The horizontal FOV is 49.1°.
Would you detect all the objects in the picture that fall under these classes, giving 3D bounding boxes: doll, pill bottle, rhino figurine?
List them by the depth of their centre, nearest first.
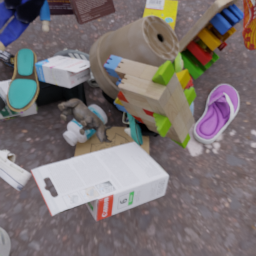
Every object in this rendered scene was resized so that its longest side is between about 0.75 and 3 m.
[{"bbox_3d":[-1.069,-0.170,7.567,1.690,0.505,0.739,39,38,0],"label":"rhino figurine"},{"bbox_3d":[-3.317,-3.736,8.853,1.938,0.688,2.840,42,94,-9],"label":"doll"},{"bbox_3d":[-1.456,-0.061,9.372,0.815,0.815,1.471,36,64,21],"label":"pill bottle"}]

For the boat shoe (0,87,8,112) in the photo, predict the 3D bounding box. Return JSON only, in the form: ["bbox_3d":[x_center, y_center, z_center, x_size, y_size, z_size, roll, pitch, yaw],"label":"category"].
[{"bbox_3d":[-4.097,-1.169,7.905,0.705,2.054,0.581,10,59,22],"label":"boat shoe"}]

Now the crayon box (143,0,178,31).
[{"bbox_3d":[1.437,-5.024,12.996,1.516,0.606,2.388,9,57,6],"label":"crayon box"}]

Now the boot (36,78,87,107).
[{"bbox_3d":[-2.516,-1.160,10.404,1.809,0.817,2.207,-11,62,-2],"label":"boot"}]

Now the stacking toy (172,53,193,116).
[{"bbox_3d":[2.011,-1.484,9.906,0.955,2.047,2.262,-2,60,-2],"label":"stacking toy"}]

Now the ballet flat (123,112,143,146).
[{"bbox_3d":[0.105,-0.098,8.382,0.491,0.470,1.395,-12,78,15],"label":"ballet flat"}]

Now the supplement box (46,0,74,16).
[{"bbox_3d":[-2.588,-5.466,9.812,1.112,2.595,1.432,-8,38,-19],"label":"supplement box"}]

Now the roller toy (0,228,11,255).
[{"bbox_3d":[-3.951,3.198,7.454,1.443,1.008,1.316,9,58,6],"label":"roller toy"}]

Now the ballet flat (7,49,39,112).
[{"bbox_3d":[-3.278,-1.397,8.964,0.892,0.820,2.600,4,56,-13],"label":"ballet flat"}]

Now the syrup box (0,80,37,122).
[{"bbox_3d":[-4.695,-0.913,10.107,2.529,0.996,1.030,-13,58,-9],"label":"syrup box"}]

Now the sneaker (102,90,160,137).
[{"bbox_3d":[0.034,-0.674,9.647,2.822,1.031,1.579,27,36,15],"label":"sneaker"}]

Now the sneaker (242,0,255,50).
[{"bbox_3d":[3.958,-3.470,8.753,0.739,2.026,0.782,2,13,19],"label":"sneaker"}]

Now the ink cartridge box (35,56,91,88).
[{"bbox_3d":[-1.913,-1.769,8.858,1.783,0.605,1.026,17,36,31],"label":"ink cartridge box"}]

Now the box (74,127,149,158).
[{"bbox_3d":[-0.534,0.833,9.425,2.490,0.265,2.035,1,57,2],"label":"box"}]

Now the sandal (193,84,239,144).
[{"bbox_3d":[3.308,-0.630,10.096,1.185,0.716,2.913,24,60,15],"label":"sandal"}]

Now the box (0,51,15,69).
[{"bbox_3d":[-4.718,-2.691,10.918,1.603,1.591,0.398,27,87,15],"label":"box"}]

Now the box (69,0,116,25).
[{"bbox_3d":[-1.242,-4.139,8.667,1.216,1.480,1.228,-21,29,-4],"label":"box"}]

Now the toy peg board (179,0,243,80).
[{"bbox_3d":[3.182,-3.329,10.461,1.391,2.832,2.844,47,46,1],"label":"toy peg board"}]

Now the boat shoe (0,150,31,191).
[{"bbox_3d":[-2.763,0.764,6.226,1.504,0.533,0.525,32,69,20],"label":"boat shoe"}]

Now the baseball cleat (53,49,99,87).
[{"bbox_3d":[-1.791,-2.368,11.104,2.648,0.923,1.409,5,57,4],"label":"baseball cleat"}]

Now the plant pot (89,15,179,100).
[{"bbox_3d":[0.318,-2.155,8.234,2.307,2.002,2.307,15,64,-33],"label":"plant pot"}]

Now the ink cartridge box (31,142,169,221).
[{"bbox_3d":[-0.597,1.209,6.189,2.654,0.668,1.446,-13,36,-29],"label":"ink cartridge box"}]

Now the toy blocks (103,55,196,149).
[{"bbox_3d":[0.444,-0.696,7.048,1.965,2.874,1.436,24,75,33],"label":"toy blocks"}]
